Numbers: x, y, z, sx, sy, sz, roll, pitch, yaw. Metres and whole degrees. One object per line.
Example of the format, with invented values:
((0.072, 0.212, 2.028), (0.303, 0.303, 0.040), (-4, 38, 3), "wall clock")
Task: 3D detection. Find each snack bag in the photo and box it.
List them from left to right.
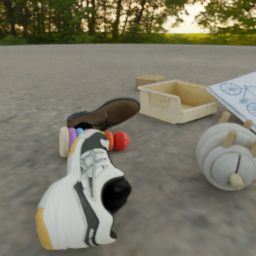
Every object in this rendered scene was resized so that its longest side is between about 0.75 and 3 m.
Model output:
((4.569, -1.003, 9.431), (2.853, 0.305, 2.690), (-20, 46, -20), "snack bag")

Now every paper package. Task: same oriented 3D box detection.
((1.093, -2.251, 14.101), (1.154, 0.627, 1.211), (11, 24, 28), "paper package")

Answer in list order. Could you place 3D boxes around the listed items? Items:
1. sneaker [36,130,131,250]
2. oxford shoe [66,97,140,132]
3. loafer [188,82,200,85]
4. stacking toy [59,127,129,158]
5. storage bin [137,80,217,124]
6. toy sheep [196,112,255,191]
((-0.510, 0.960, 4.929), (1.216, 1.049, 2.773), (-1, 30, 8), "sneaker")
((-0.673, -0.174, 7.974), (2.248, 0.817, 0.949), (-22, 32, 5), "oxford shoe")
((3.052, -1.674, 12.652), (0.527, 0.602, 1.675), (36, 9, -22), "loafer")
((-0.834, 0.355, 7.142), (1.753, 0.748, 0.748), (0, 19, -19), "stacking toy")
((1.813, -0.996, 10.204), (2.104, 0.986, 2.089), (-16, 25, -37), "storage bin")
((2.014, 0.536, 5.589), (1.389, 1.389, 2.014), (5, 24, 14), "toy sheep")
